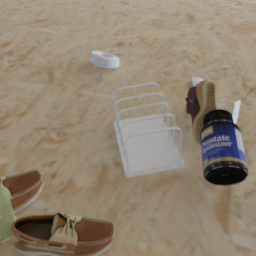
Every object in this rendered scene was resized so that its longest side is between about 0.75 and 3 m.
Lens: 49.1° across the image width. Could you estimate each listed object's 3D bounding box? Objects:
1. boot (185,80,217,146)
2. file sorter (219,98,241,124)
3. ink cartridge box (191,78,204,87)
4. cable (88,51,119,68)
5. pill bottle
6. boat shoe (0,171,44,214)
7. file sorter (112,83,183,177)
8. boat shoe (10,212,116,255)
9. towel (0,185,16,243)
[{"bbox_3d":[2.557,-0.521,10.164,0.835,2.308,1.920,9,-1,-6],"label":"boot"},{"bbox_3d":[3.175,-0.497,8.892,0.499,0.802,0.556,18,26,35],"label":"file sorter"},{"bbox_3d":[3.394,-2.006,12.749,0.958,0.273,0.779,-1,39,6],"label":"ink cartridge box"},{"bbox_3d":[-1.162,-3.424,14.043,1.451,0.502,1.451,1,29,-24],"label":"cable"},{"bbox_3d":[2.638,0.502,7.923,1.135,1.135,2.030,3,52,4],"label":"pill bottle"},{"bbox_3d":[-3.585,1.819,7.412,2.761,0.991,1.045,-25,45,-28],"label":"boat shoe"},{"bbox_3d":[0.539,-0.047,9.126,1.829,1.641,2.636,-10,40,-5],"label":"file sorter"},{"bbox_3d":[-1.550,2.505,6.635,2.524,0.906,0.956,-3,39,-4],"label":"boat shoe"},{"bbox_3d":[-3.339,2.193,6.894,1.009,1.360,0.248,-20,3,-31],"label":"towel"}]
